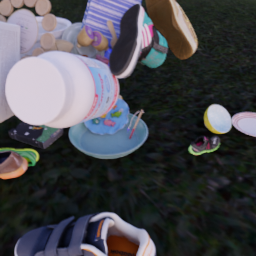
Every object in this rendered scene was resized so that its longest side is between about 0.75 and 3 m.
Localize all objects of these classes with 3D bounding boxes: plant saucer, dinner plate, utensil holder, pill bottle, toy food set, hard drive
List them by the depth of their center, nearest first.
[{"bbox_3d":[-1.328,-0.866,6.375,1.598,1.598,2.939,8,11,12],"label":"pill bottle"},{"bbox_3d":[-1.406,-1.990,8.327,2.729,1.735,0.430,-31,43,-10],"label":"toy food set"},{"bbox_3d":[-0.610,0.246,8.777,2.432,0.437,2.432,1,34,0],"label":"plant saucer"},{"bbox_3d":[-2.967,0.149,9.066,1.432,0.271,1.000,14,36,21],"label":"hard drive"},{"bbox_3d":[-1.405,-2.684,9.169,1.547,1.547,0.388,-22,12,-29],"label":"plant saucer"},{"bbox_3d":[4.284,-0.078,9.489,1.510,0.183,1.510,1,34,0],"label":"dinner plate"},{"bbox_3d":[-3.183,-2.398,10.512,2.452,2.885,2.452,-1,34,0],"label":"utensil holder"}]

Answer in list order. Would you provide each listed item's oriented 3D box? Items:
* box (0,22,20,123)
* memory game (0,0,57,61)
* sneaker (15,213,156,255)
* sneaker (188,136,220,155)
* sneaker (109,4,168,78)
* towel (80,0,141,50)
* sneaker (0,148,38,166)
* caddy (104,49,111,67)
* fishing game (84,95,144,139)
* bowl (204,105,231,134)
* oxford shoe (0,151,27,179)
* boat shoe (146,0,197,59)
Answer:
[{"bbox_3d":[-3.723,-1.294,6.063,2.210,2.221,1.903,7,15,-2],"label":"box"},{"bbox_3d":[-2.641,-2.413,7.038,2.067,2.067,0.132,15,8,21],"label":"memory game"},{"bbox_3d":[-0.860,2.173,5.347,2.791,1.108,1.095,2,35,6],"label":"sneaker"},{"bbox_3d":[2.334,0.463,8.415,1.130,0.473,0.434,-18,38,-25],"label":"sneaker"},{"bbox_3d":[0.359,-2.095,7.895,1.073,1.550,2.567,-16,50,39],"label":"sneaker"},{"bbox_3d":[-0.441,-3.672,8.726,1.715,2.369,0.282,8,20,-30],"label":"towel"},{"bbox_3d":[-3.209,0.881,7.773,1.354,0.501,0.566,-5,30,-7],"label":"sneaker"},{"bbox_3d":[-0.737,-3.588,13.575,2.037,1.513,2.882,39,45,14],"label":"caddy"},{"bbox_3d":[-0.714,-0.506,9.237,2.255,0.350,1.614,18,61,13],"label":"fishing game"},{"bbox_3d":[2.848,-0.213,9.262,0.986,0.531,0.986,10,65,-23],"label":"bowl"},{"bbox_3d":[-3.735,0.976,7.147,2.115,0.771,0.754,-15,51,0],"label":"oxford shoe"},{"bbox_3d":[1.326,-3.200,8.409,0.862,2.330,0.773,-18,15,44],"label":"boat shoe"}]
